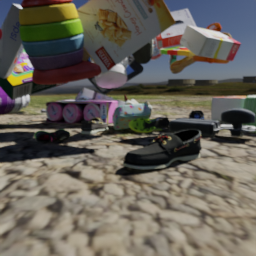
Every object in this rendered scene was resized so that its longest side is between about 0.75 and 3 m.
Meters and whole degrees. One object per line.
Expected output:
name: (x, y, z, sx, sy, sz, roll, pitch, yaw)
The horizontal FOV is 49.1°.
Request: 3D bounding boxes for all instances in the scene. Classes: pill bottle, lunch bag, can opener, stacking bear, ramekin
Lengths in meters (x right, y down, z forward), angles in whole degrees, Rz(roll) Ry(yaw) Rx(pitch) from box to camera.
pill bottle: (-6.778, -1.537, 15.111, 1.577, 1.577, 2.804, 4, 9, 26)
pill bottle: (1.127, -4.396, 13.998, 1.066, 1.066, 1.960, 3, -25, 17)
lunch bag: (0.065, -0.361, 9.408, 1.259, 0.485, 1.010, -7, -25, -16)
can opener: (2.492, -0.139, 8.450, 2.605, 0.866, 0.686, 1, 8, 37)
stacking bear: (-1.713, -2.441, 6.269, 1.505, 2.646, 1.607, -21, 28, -30)
ramekin: (5.024, -0.491, 9.416, 2.346, 1.146, 2.346, 0, 8, 0)
pill bottle: (-0.823, -3.114, 11.595, 1.569, 2.696, 1.569, -6, -21, -2)

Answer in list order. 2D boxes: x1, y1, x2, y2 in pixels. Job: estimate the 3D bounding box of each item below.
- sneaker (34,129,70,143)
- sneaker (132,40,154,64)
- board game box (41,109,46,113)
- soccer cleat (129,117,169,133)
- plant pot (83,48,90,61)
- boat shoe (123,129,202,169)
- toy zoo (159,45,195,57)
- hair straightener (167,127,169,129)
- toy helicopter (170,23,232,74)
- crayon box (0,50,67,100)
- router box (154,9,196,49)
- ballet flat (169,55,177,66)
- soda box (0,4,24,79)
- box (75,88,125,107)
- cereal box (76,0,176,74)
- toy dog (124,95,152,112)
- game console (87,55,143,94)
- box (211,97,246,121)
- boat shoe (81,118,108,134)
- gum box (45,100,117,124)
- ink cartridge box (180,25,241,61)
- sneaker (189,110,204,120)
sneaker: (-1.992, 0.264, 7.411, 0.924, 0.354, 0.387, -5, 29, -17)
sneaker: (-0.089, -3.042, 8.422, 0.971, 2.588, 1.495, 0, 26, 35)
board game box: (-4.617, -0.999, 16.374, 0.568, 0.156, 0.899, 2, 9, 16)
soccer cleat: (0.668, -0.074, 9.306, 1.522, 0.492, 0.637, -6, -9, -27)
plant pot: (-1.805, -2.688, 9.100, 1.493, 1.711, 1.711, -36, 2, 11)
boat shoe: (0.696, 0.387, 5.423, 1.958, 0.613, 0.716, -8, 15, -38)
toy zoo: (2.185, -2.823, 10.176, 1.220, 0.190, 1.860, -19, 25, -28)
hair straightener: (1.106, -0.106, 10.097, 0.991, 0.203, 0.381, 3, 9, 20)
toy helicopter: (2.760, -2.731, 10.640, 2.506, 0.989, 1.657, -28, 40, 18)
crayon box: (-3.952, -2.356, 10.928, 2.203, 0.744, 2.554, 44, 45, 20)
router box: (1.848, -4.111, 11.554, 1.659, 0.451, 1.848, -11, 49, 4)
ballet flat: (1.813, -2.827, 11.432, 0.315, 0.912, 0.325, 4, 5, -30)
soda box: (-3.780, -2.763, 9.042, 0.775, 2.269, 0.720, 31, 16, -15)
box: (-1.352, -1.143, 12.972, 2.007, 0.413, 1.565, 18, -16, -19)
cereal box: (-0.196, -2.802, 7.417, 2.392, 1.721, 0.473, -36, 15, 3)
toy dog: (0.353, -1.259, 15.080, 1.423, 1.039, 2.158, 5, 10, 30)
game console: (-0.803, -3.420, 13.435, 2.823, 2.409, 1.670, -35, -16, -26)
box: (4.846, -0.850, 12.315, 1.939, 1.031, 1.477, -6, 10, -37)
boat shoe: (-1.073, -0.109, 9.249, 0.534, 0.451, 1.497, 3, 9, 19)
gum box: (-1.944, -0.671, 11.572, 2.671, 0.883, 1.516, 4, 9, 24)
ink cartridge box: (2.549, -2.631, 8.734, 1.484, 0.619, 1.077, -2, 37, -31)
sneaker: (2.440, -0.315, 9.881, 0.608, 0.675, 1.734, 1, 9, 10)
